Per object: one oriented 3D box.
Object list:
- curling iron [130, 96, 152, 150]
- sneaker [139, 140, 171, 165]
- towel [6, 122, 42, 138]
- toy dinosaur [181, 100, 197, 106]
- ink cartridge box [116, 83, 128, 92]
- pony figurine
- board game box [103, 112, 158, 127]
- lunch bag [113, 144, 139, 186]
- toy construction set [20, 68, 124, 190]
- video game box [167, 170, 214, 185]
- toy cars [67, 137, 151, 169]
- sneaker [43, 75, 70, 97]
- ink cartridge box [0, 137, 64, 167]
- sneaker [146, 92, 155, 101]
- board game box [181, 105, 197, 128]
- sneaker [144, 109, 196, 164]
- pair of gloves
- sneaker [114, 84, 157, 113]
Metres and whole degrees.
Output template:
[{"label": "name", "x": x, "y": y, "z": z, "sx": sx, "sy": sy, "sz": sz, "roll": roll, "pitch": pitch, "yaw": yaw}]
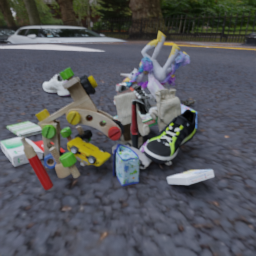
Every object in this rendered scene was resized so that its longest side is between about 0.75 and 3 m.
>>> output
[{"label": "curling iron", "x": 0.258, "y": 0.069, "z": 7.510, "sx": 0.511, "sy": 2.061, "sz": 0.263, "roll": 22, "pitch": 40, "yaw": 19}, {"label": "sneaker", "x": 0.727, "y": 0.846, "z": 7.910, "sx": 0.567, "sy": 0.361, "sz": 0.995, "roll": -43, "pitch": 55, "yaw": -12}, {"label": "towel", "x": -3.704, "y": 0.059, "z": 10.064, "sx": 0.906, "sy": 0.186, "sz": 1.214, "roll": -17, "pitch": 25, "yaw": -40}, {"label": "toy dinosaur", "x": 2.722, "y": -1.133, "z": 12.920, "sx": 0.412, "sy": 0.310, "sz": 0.806, "roll": 15, "pitch": -8, "yaw": -36}, {"label": "ink cartridge box", "x": -0.161, "y": -2.235, "z": 15.498, "sx": 0.646, "sy": 0.371, "sz": 0.890, "roll": 14, "pitch": 26, "yaw": 32}, {"label": "pony figurine", "x": 1.346, "y": -2.363, "z": 12.338, "sx": 2.704, "sy": 2.802, "sz": 2.333, "roll": 40, "pitch": 19, "yaw": 1}, {"label": "board game box", "x": 0.076, "y": -0.215, "z": 9.775, "sx": 1.289, "sy": 0.279, "sz": 1.915, "roll": -20, "pitch": 17, "yaw": -24}, {"label": "lunch bag", "x": -0.102, "y": 0.909, "z": 7.070, "sx": 0.564, "sy": 0.752, "sz": 0.885, "roll": -5, "pitch": 23, "yaw": -19}, {"label": "toy construction set", "x": -1.667, "y": -0.180, "z": 7.093, "sx": 2.412, "sy": 2.222, "sz": 2.892, "roll": -16, "pitch": 18, "yaw": 24}, {"label": "video game box", "x": 1.447, "y": 1.161, "z": 6.586, "sx": 0.763, "sy": 0.196, "sz": 0.837, "roll": -13, "pitch": -4, "yaw": -24}, {"label": "toy cars", "x": -0.487, "y": 0.782, "z": 7.488, "sx": 2.308, "sy": 0.511, "sz": 1.035, "roll": 6, "pitch": 30, "yaw": -19}, {"label": "sneaker", "x": -3.748, "y": -2.334, "z": 14.797, "sx": 2.189, "sy": 1.090, "sz": 0.819, "roll": 16, "pitch": 28, "yaw": 38}, {"label": "ink cartridge box", "x": -2.885, "y": 0.575, "z": 8.467, "sx": 1.527, "sy": 0.382, "sz": 1.229, "roll": -18, "pitch": 28, "yaw": -34}, {"label": "sneaker", "x": 1.027, "y": -1.296, "z": 12.799, "sx": 0.484, "sy": 0.522, "sz": 1.288, "roll": -7, "pitch": 25, "yaw": 30}, {"label": "board game box", "x": 1.919, "y": -0.511, "z": 10.574, "sx": 1.364, "sy": 0.330, "sz": 1.803, "roll": 27, "pitch": 26, "yaw": 3}, {"label": "sneaker", "x": 1.212, "y": 0.090, "z": 7.722, "sx": 0.828, "sy": 0.956, "sz": 2.308, "roll": 26, "pitch": 38, "yaw": 26}, {"label": "pair of gloves", "x": 0.667, "y": -0.250, "z": 8.564, "sx": 2.118, "sy": 1.801, "sz": 0.371, "roll": -7, "pitch": 18, "yaw": -14}, {"label": "sneaker", "x": 0.340, "y": -1.295, "z": 11.907, "sx": 1.045, "sy": 1.110, "sz": 2.711, "roll": -5, "pitch": 18, "yaw": -43}]
